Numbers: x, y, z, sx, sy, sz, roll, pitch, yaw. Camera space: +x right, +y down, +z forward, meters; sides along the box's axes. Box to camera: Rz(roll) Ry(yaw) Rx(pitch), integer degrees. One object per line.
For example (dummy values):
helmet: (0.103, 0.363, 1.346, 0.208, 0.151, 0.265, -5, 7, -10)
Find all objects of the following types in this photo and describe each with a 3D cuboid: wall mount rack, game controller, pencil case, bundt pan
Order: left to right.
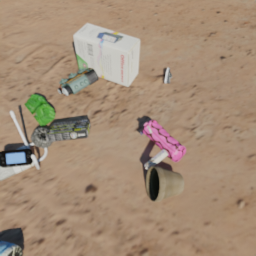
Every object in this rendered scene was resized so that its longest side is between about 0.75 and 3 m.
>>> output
wall mount rack: (-4.701, 0.852, 10.691, 2.868, 1.069, 2.492, -26, 65, -21)
game controller: (-4.288, 1.157, 10.695, 1.244, 0.262, 0.649, -5, 85, -10)
bundt pan: (-3.457, 0.358, 11.353, 0.920, 0.345, 0.920, 19, 46, -20)
pencil case: (1.406, 0.504, 11.207, 0.868, 0.896, 1.912, -46, 61, -4)

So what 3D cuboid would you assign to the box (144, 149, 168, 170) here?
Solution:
box: (1.023, 1.186, 10.326, 0.993, 0.206, 0.192, -42, 34, 16)

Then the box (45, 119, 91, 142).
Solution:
box: (-2.313, 0.091, 11.018, 1.561, 0.346, 1.251, -6, 22, 0)

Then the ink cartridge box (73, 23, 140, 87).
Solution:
ink cartridge box: (-0.988, -3.501, 13.590, 2.918, 2.120, 1.277, 23, 54, 17)

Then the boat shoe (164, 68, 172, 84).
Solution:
boat shoe: (2.042, -2.604, 14.022, 0.337, 0.357, 0.995, 9, 55, 8)

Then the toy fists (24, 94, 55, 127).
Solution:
toy fists: (-3.858, -0.842, 12.291, 0.876, 0.591, 1.719, -40, 61, -11)

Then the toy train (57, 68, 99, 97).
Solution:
toy train: (-2.332, -2.151, 13.102, 1.997, 0.851, 1.138, -35, 29, -21)

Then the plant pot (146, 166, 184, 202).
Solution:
plant pot: (1.354, 1.983, 9.960, 1.081, 1.246, 1.246, 3, 50, -17)

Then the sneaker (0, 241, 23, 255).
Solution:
sneaker: (-4.301, 4.447, 8.266, 1.082, 0.943, 2.406, 15, 46, 32)
